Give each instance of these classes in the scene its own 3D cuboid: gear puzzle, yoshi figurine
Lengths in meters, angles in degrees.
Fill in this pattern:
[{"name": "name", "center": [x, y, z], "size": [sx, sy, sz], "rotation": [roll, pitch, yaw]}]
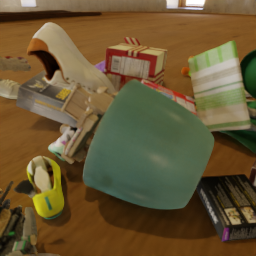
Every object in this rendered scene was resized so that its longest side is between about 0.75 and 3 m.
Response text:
[{"name": "gear puzzle", "center": [-4.430, -2.358, 10.078], "size": [1.708, 0.885, 0.224], "rotation": [1, 72, -5]}, {"name": "yoshi figurine", "center": [3.231, -2.521, 12.383], "size": [1.199, 1.204, 2.142], "rotation": [-27, 37, -14]}]

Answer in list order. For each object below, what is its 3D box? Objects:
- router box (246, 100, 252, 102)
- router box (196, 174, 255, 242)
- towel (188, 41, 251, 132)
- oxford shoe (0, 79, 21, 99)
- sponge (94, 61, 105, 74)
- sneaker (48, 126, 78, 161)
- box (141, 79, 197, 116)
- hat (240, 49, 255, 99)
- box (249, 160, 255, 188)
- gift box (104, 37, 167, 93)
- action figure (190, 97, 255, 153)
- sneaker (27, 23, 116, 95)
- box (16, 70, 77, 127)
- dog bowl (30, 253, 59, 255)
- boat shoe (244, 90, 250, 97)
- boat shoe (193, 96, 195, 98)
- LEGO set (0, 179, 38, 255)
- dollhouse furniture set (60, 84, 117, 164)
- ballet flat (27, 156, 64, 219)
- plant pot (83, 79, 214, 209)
[{"name": "router box", "center": [4.229, -0.454, 9.077], "size": [1.342, 0.365, 1.495], "rotation": [9, 29, 16]}, {"name": "router box", "center": [2.046, 1.463, 5.391], "size": [1.047, 0.359, 1.404], "rotation": [-3, 28, -5]}, {"name": "towel", "center": [2.437, -1.015, 7.537], "size": [0.337, 2.194, 1.637], "rotation": [-10, 2, -32]}, {"name": "oxford shoe", "center": [-4.614, -1.565, 10.985], "size": [2.102, 0.607, 0.790], "rotation": [14, 27, 20]}, {"name": "sponge", "center": [-0.800, -2.569, 11.724], "size": [2.716, 0.405, 1.515], "rotation": [-17, 8, 35]}, {"name": "sneaker", "center": [-1.397, 0.298, 6.713], "size": [0.939, 0.522, 1.342], "rotation": [-53, 18, -16]}, {"name": "box", "center": [1.016, -0.613, 8.108], "size": [1.697, 0.810, 0.846], "rotation": [19, 39, -14]}, {"name": "hat", "center": [3.853, -0.909, 7.978], "size": [2.088, 2.520, 2.219], "rotation": [25, 60, 24]}, {"name": "box", "center": [3.312, 0.867, 6.370], "size": [0.730, 0.546, 1.458], "rotation": [17, 30, 30]}, {"name": "gift box", "center": [0.151, -1.951, 9.440], "size": [2.066, 1.907, 1.930], "rotation": [17, 23, 12]}, {"name": "action figure", "center": [2.879, -0.477, 8.403], "size": [1.727, 0.799, 2.924], "rotation": [-49, 37, -14]}, {"name": "sneaker", "center": [-1.489, -1.268, 7.540], "size": [1.061, 2.913, 1.233], "rotation": [-12, 41, 48]}, {"name": "box", "center": [-1.968, -1.163, 9.390], "size": [2.266, 0.692, 2.861], "rotation": [21, 28, -1]}, {"name": "dog bowl", "center": [-1.222, 2.339, 3.615], "size": [1.558, 0.457, 1.558], "rotation": [1, 28, 0]}, {"name": "boat shoe", "center": [4.248, -1.559, 10.971], "size": [1.215, 0.518, 0.449], "rotation": [12, 42, 23]}, {"name": "boat shoe", "center": [2.781, -0.818, 9.625], "size": [1.388, 0.509, 0.517], "rotation": [20, 33, 33]}, {"name": "LEGO set", "center": [-2.133, 1.632, 4.432], "size": [1.895, 0.827, 2.918], "rotation": [-37, 28, -10]}, {"name": "dollhouse furniture set", "center": [-1.246, -0.036, 5.905], "size": [1.151, 2.010, 2.357], "rotation": [35, 22, 1]}, {"name": "ballet flat", "center": [-1.764, 0.994, 5.830], "size": [0.687, 0.689, 2.055], "rotation": [-23, 31, -13]}, {"name": "plant pot", "center": [0.517, 0.479, 5.416], "size": [1.845, 2.299, 2.299], "rotation": [25, 33, 12]}]
